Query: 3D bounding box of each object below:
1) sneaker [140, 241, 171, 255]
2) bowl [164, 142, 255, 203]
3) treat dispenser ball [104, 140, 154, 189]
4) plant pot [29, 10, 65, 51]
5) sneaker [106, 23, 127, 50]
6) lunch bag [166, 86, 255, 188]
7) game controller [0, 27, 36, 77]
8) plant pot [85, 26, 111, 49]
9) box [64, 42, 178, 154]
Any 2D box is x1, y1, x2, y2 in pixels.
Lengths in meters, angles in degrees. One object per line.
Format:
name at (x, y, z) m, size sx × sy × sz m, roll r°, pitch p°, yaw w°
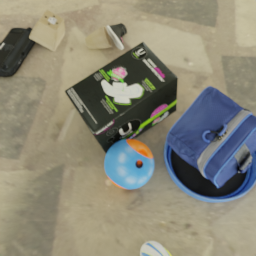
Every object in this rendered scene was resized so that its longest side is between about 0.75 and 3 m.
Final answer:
sneaker at (1.002, 3.799, 6.527) m, size 0.934 × 1.295 × 2.466 m, roll -21°, pitch 61°, yaw -12°
bowl at (2.543, 0.934, 8.710) m, size 2.876 × 0.565 × 2.876 m, roll 0°, pitch 59°, yaw 0°
treat dispenser ball at (0.029, 1.050, 8.118) m, size 1.443 × 1.443 × 1.443 m, roll 0°, pitch 59°, yaw 0°
plant pot at (-3.172, -4.001, 11.250) m, size 1.113 × 0.985 × 1.111 m, roll 27°, pitch 59°, yaw -12°
sneaker at (-0.310, -3.874, 11.649) m, size 0.742 × 0.529 × 1.497 m, roll -23°, pitch 57°, yaw -8°
lunch bag at (2.450, 0.387, 7.453) m, size 1.902 × 2.875 × 1.953 m, roll 41°, pitch 92°, yaw 26°
game controller at (-4.665, -3.107, 11.283) m, size 1.388 × 0.560 × 2.661 m, roll 5°, pitch 57°, yaw 20°
plant pot at (-1.252, -3.570, 11.381) m, size 0.907 × 0.850 × 0.850 m, roll -15°, pitch 58°, yaw 12°
box at (-0.089, -0.815, 8.646) m, size 2.795 × 2.076 × 1.737 m, roll -34°, pitch 65°, yaw -6°
